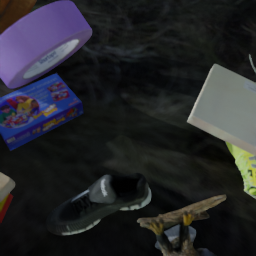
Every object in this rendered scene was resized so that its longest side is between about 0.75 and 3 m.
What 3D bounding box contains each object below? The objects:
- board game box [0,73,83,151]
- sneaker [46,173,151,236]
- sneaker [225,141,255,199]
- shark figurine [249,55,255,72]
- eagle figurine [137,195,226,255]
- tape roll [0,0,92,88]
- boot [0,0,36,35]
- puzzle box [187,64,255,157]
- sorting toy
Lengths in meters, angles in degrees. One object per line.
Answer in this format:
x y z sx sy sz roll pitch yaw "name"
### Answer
-2.586 -0.523 7.797 2.199 0.492 1.478 -30 58 -21 "board game box"
-0.605 1.477 5.866 2.359 1.067 0.784 -17 53 -12 "sneaker"
2.953 1.001 6.359 0.876 0.864 2.293 -19 53 -19 "sneaker"
3.515 -1.451 6.405 1.901 1.136 0.793 -11 80 -5 "shark figurine"
0.998 2.613 4.604 1.875 1.885 2.484 0 64 -36 "eagle figurine"
-2.371 -2.243 7.738 2.788 2.788 0.915 -41 102 -27 "tape roll"
-4.611 -3.554 8.780 2.524 0.918 2.681 23 87 -6 "boot"
2.850 -0.248 6.402 2.631 0.334 1.750 28 60 5 "puzzle box"
-3.277 1.738 5.540 1.995 0.694 1.983 9 52 41 "sorting toy"
